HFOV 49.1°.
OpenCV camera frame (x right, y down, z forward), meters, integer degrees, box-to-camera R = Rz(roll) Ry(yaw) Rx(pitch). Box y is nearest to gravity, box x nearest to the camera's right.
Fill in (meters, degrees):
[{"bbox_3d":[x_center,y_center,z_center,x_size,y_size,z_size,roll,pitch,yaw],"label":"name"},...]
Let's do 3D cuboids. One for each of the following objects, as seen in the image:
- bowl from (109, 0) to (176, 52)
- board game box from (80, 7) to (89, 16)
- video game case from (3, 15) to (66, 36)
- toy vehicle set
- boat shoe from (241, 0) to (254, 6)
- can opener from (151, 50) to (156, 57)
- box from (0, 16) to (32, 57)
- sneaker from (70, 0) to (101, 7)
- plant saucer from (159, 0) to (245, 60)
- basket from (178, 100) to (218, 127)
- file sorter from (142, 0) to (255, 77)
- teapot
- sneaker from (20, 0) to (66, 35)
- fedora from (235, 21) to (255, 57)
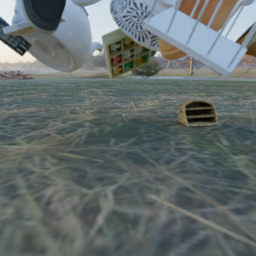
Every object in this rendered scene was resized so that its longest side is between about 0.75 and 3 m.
[{"bbox_3d":[0.664,-3.026,7.116,2.066,2.066,0.970,-9,-25,-38],"label":"bowl"},{"bbox_3d":[-1.925,-4.370,10.747,0.268,0.867,0.867,45,15,18],"label":"board game box"},{"bbox_3d":[-2.039,-2.327,6.302,1.175,0.148,1.291,-19,17,1],"label":"video game case"},{"bbox_3d":[0.020,-2.334,8.507,1.471,0.314,2.368,-25,-11,-5],"label":"toy vehicle set"},{"bbox_3d":[2.599,-3.756,7.453,1.825,0.645,0.581,9,23,-24],"label":"boat shoe"},{"bbox_3d":[0.724,-2.975,9.919,0.645,0.809,2.418,-52,20,-24],"label":"can opener"},{"bbox_3d":[-3.666,-2.886,7.281,1.652,0.478,2.078,42,1,11],"label":"box"},{"bbox_3d":[-0.674,-3.753,7.369,2.308,0.843,0.817,-48,0,-25],"label":"sneaker"},{"bbox_3d":[1.360,-2.334,5.472,0.417,2.228,2.228,37,-2,-22],"label":"plant saucer"},{"bbox_3d":[2.042,-0.460,8.159,1.000,0.714,0.745,-2,11,-7],"label":"basket"},{"bbox_3d":[0.786,-1.104,2.737,0.984,0.612,0.682,35,46,11],"label":"file sorter"},{"bbox_3d":[-2.285,-3.377,9.238,2.745,2.031,2.781,26,-19,1],"label":"teapot"},{"bbox_3d":[-1.171,-2.356,4.234,0.649,1.735,0.921,8,-20,-31],"label":"sneaker"},{"bbox_3d":[3.312,-2.254,6.939,0.740,1.815,1.815,44,16,0],"label":"fedora"}]
